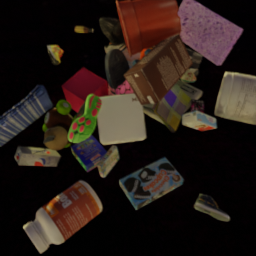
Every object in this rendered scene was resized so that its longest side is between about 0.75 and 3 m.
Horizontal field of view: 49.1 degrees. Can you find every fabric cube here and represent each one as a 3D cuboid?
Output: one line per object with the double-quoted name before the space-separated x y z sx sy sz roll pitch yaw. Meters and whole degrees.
"fabric cube" -1.617 -1.322 10.999 1.261 1.281 1.285 34 64 21

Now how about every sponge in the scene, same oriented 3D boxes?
"sponge" 3.025 -3.940 11.349 0.419 1.565 2.806 -10 47 -49

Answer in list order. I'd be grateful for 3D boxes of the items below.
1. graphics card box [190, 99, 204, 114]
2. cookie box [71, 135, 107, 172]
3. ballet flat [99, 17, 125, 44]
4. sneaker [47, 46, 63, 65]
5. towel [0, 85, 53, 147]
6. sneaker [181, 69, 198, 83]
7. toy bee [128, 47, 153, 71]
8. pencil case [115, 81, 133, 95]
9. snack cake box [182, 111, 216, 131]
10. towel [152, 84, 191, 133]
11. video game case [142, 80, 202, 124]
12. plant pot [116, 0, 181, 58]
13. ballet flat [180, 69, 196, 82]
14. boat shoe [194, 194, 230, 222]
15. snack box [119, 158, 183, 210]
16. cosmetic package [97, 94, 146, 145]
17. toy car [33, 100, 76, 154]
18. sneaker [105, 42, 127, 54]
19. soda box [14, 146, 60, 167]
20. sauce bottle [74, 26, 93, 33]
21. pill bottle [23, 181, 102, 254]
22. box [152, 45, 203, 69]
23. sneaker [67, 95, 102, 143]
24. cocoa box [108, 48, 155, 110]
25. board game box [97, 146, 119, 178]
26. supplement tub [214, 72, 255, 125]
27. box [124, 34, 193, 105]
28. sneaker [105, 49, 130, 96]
"graphics card box" 2.896 -0.759 11.795 0.552 0.224 0.880 7 67 1
"cookie box" -1.420 0.927 10.283 0.952 0.418 1.113 -30 52 -21
"ballet flat" -0.527 -4.043 12.131 0.822 2.893 0.962 32 90 8
"sneaker" -3.729 -3.881 14.600 0.748 0.647 1.657 -15 49 -17
"towel" -3.792 -0.159 9.136 2.994 2.168 0.357 -40 88 -12
"sneaker" 2.909 -2.528 13.574 0.519 0.444 1.193 24 45 37
"toy bee" 0.775 -2.090 10.267 1.341 1.615 2.468 46 53 -14
"pencil case" 0.047 -1.502 9.982 0.607 1.297 0.588 53 44 -1
"snack cake box" 2.412 -0.215 9.487 1.087 0.625 0.365 16 67 -37
"towel" 1.789 -0.913 11.245 0.225 1.418 1.975 -13 38 52
"video game case" 1.439 -1.503 12.644 2.872 0.316 2.618 32 55 25
"plant pot" 0.746 -3.719 9.908 1.923 1.977 1.977 -15 48 2
"ballet flat" 2.452 -2.621 13.016 0.708 0.598 1.871 -17 30 -22
"boat shoe" 2.709 2.508 8.893 1.121 0.397 0.509 21 55 21
"snack box" 0.788 1.850 9.535 1.901 0.353 1.104 -24 52 -20
"cosmetic package" -0.259 -0.248 9.834 1.520 1.828 1.529 -6 84 -3
"toy car" -2.550 0.201 9.577 1.442 1.501 1.828 42 36 -2
"sneaker" -0.525 -3.362 11.705 1.290 0.512 0.477 -7 24 43
"soda box" -3.109 1.005 9.664 1.431 0.454 0.488 11 20 -46
"sauce bottle" -2.620 -5.788 16.552 1.082 0.357 0.357 8 48 4
"pill bottle" -1.910 2.612 8.261 2.110 1.183 1.183 -34 56 -28
"box" 2.056 -3.586 13.064 2.351 0.716 2.916 17 18 -2
"sneaker" -1.251 -0.203 8.156 0.639 0.698 1.665 32 56 -12
"cocoa box" 0.545 -2.162 11.919 2.431 1.595 1.621 25 52 21
"board game box" -0.687 1.189 9.900 0.170 0.668 0.994 19 51 26
"supplement tub" 5.111 -1.060 11.151 2.878 1.898 1.898 14 49 13
"box" 1.027 -1.866 8.932 0.873 1.167 2.330 -6 33 47
"sneaker" -0.507 -1.709 11.096 1.041 2.969 1.218 -32 37 -27
